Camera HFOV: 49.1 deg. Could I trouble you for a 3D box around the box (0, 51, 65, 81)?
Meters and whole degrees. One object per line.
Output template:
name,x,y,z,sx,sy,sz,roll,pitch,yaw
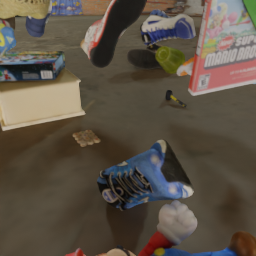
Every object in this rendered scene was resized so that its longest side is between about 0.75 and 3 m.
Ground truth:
box,-3.816,-2.136,9.548,2.973,0.560,2.031,-2,26,-2

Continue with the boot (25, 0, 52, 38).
boot,-2.781,-3.649,8.383,0.822,1.020,2.259,11,38,-26

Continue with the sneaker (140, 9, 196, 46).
sneaker,1.357,-3.797,11.133,1.443,1.009,2.499,-44,46,-12

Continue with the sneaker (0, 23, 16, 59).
sneaker,-3.357,-2.131,7.516,0.682,1.298,0.491,-4,38,-39

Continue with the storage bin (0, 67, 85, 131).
storage bin,-3.198,-1.207,9.663,2.585,1.212,2.567,-14,29,-24

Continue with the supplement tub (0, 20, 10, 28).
supplement tub,-3.973,-2.621,7.682,1.257,0.882,0.882,4,20,-37

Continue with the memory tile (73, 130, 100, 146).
memory tile,-1.196,0.272,7.970,0.601,0.066,0.785,-14,30,-26

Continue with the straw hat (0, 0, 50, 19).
straw hat,-1.804,-2.355,4.588,2.580,1.092,2.580,6,32,-4

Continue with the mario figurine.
mario figurine,0.438,1.772,3.241,2.930,1.553,1.809,1,-4,-13

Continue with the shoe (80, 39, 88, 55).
shoe,-0.813,-3.518,10.451,0.760,2.173,0.580,23,34,-60

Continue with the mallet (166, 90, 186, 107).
mallet,1.767,-1.004,10.413,0.222,0.356,1.081,-16,46,-29

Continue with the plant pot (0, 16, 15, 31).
plant pot,-4.354,-3.584,9.447,0.810,0.810,0.702,14,28,25

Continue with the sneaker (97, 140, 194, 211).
sneaker,0.167,0.977,4.779,1.162,1.023,2.606,-27,-8,-20

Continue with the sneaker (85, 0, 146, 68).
sneaker,-0.437,-2.771,7.249,0.755,2.260,1.212,18,28,-31

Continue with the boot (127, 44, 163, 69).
boot,1.251,-3.975,15.310,2.809,1.028,2.115,1,28,-6

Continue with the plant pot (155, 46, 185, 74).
plant pot,1.244,-2.173,8.695,0.782,0.782,0.753,22,6,37

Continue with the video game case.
video game case,2.097,-1.836,4.770,1.891,2.645,0.231,-13,44,-14

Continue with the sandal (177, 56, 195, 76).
sandal,1.977,-1.486,6.162,0.872,0.652,2.276,-28,0,-34

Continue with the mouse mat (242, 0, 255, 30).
mouse mat,2.170,-1.517,4.044,1.051,0.040,0.846,31,-1,-43
